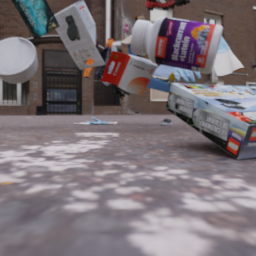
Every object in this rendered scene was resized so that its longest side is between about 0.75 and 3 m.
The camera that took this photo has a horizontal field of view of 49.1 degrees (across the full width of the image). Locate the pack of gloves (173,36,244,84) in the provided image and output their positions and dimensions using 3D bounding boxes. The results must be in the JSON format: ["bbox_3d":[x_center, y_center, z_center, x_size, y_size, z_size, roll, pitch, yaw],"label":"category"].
[{"bbox_3d":[2.503,-2.723,9.981,2.205,2.625,0.518,-16,-41,5],"label":"pack of gloves"}]

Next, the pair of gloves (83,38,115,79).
[{"bbox_3d":[-1.527,-3.579,14.568,0.293,2.111,2.370,17,0,-35],"label":"pair of gloves"}]

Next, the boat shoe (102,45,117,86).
[{"bbox_3d":[-1.056,-3.469,15.783,0.832,2.253,0.961,4,-3,-3],"label":"boat shoe"}]

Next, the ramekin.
[{"bbox_3d":[-4.137,-2.401,10.280,1.737,1.737,0.809,0,-25,1],"label":"ramekin"}]

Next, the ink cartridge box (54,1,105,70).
[{"bbox_3d":[-1.846,-3.548,11.052,1.930,2.379,0.596,4,43,48],"label":"ink cartridge box"}]

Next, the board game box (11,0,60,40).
[{"bbox_3d":[-3.085,-3.894,9.320,0.219,1.553,1.050,8,43,48],"label":"board game box"}]

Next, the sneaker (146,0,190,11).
[{"bbox_3d":[0.917,-3.343,6.908,0.569,0.787,1.611,-23,30,-20],"label":"sneaker"}]

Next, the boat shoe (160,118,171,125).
[{"bbox_3d":[1.859,-0.306,13.900,0.349,0.343,0.968,2,4,31],"label":"boat shoe"}]

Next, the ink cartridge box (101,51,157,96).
[{"bbox_3d":[0.021,-1.808,9.425,1.572,1.275,0.394,7,42,-25],"label":"ink cartridge box"}]

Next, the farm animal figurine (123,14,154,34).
[{"bbox_3d":[0.526,-4.031,11.078,1.094,0.681,1.354,32,45,4],"label":"farm animal figurine"}]

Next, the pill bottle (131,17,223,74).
[{"bbox_3d":[1.395,-2.502,8.313,2.468,1.375,1.375,14,7,16],"label":"pill bottle"}]

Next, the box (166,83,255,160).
[{"bbox_3d":[2.458,-0.237,5.121,2.928,0.584,2.005,-2,24,-24],"label":"box"}]

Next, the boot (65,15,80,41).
[{"bbox_3d":[-1.649,-2.979,8.783,0.345,1.019,0.665,-18,-27,8],"label":"boot"}]

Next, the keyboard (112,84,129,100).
[{"bbox_3d":[-0.399,-2.359,14.911,0.548,1.438,2.764,23,1,16],"label":"keyboard"}]

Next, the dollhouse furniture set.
[{"bbox_3d":[1.436,-3.142,12.409,2.706,1.766,2.555,21,48,30],"label":"dollhouse furniture set"}]

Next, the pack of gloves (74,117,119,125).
[{"bbox_3d":[-1.697,-0.382,15.115,1.884,0.372,1.583,1,2,25],"label":"pack of gloves"}]
